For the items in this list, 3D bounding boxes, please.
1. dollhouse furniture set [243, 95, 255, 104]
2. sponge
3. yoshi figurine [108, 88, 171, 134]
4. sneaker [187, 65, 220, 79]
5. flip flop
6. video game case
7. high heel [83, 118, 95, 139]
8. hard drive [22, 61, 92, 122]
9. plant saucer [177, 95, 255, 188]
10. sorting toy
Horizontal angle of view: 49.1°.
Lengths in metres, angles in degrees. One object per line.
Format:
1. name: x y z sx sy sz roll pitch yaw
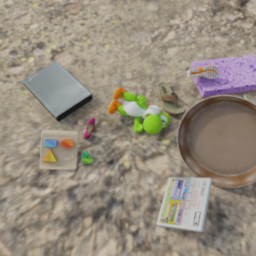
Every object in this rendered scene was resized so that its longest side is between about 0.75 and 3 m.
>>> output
1. dollhouse furniture set: 4.185 -0.710 10.402 1.761 0.680 0.880 4 48 -20
2. sponge: 4.118 -2.105 11.154 2.912 0.434 1.625 -7 56 -4
3. yoshi figurine: 0.399 -0.483 9.743 2.199 1.236 1.231 24 80 2
4. sneaker: 2.836 -2.119 10.624 1.293 0.499 0.506 0 102 -2
5. flip flop: 1.573 -1.163 10.530 0.703 0.499 1.735 -12 55 -13
6. video game case: 1.633 2.170 8.139 1.407 0.170 1.545 -8 49 40
7. high heel: -1.304 -0.008 9.825 0.300 0.427 0.889 27 64 -21
8. hard drive: -2.739 -1.470 10.810 1.633 0.385 2.339 -37 65 -21
9. plant saucer: 2.943 0.402 8.534 2.900 2.900 0.465 28 27 17
10. sorting toy: -1.976 0.733 9.143 1.718 0.253 1.270 3 86 -9
